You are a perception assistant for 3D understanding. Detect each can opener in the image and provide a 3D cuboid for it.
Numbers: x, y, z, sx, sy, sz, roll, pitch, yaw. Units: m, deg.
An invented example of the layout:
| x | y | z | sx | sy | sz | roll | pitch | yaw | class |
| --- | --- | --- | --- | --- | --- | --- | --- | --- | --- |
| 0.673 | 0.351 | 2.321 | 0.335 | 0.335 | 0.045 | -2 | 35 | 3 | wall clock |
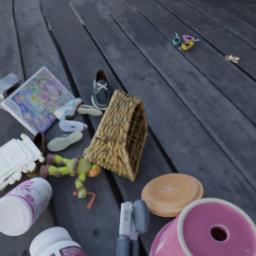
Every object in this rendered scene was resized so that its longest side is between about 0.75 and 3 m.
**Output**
| x | y | z | sx | sy | sz | roll | pitch | yaw | class |
| --- | --- | --- | --- | --- | --- | --- | --- | --- | --- |
| 0.132 | 3.299 | 7.846 | 0.694 | 0.869 | 2.600 | 27 | 48 | -30 | can opener |

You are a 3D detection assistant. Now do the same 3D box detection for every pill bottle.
| x | y | z | sx | sy | sz | roll | pitch | yaw | class |
| --- | --- | --- | --- | --- | --- | --- | --- | --- | --- |
| -3.076 | 2.264 | 8.467 | 1.122 | 1.122 | 1.979 | 3 | 8 | 3 | pill bottle |
| -1.579 | 3.832 | 7.177 | 1.344 | 1.344 | 2.453 | -26 | 40 | -23 | pill bottle |

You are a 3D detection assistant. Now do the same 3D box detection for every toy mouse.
| x | y | z | sx | sy | sz | roll | pitch | yaw | class |
| --- | --- | --- | --- | --- | --- | --- | --- | --- | --- |
| 3.344 | -5.268 | 17.110 | 1.846 | 0.357 | 1.641 | -22 | 49 | -21 | toy mouse |

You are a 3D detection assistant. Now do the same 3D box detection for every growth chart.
| x | y | z | sx | sy | sz | roll | pitch | yaw | class |
| --- | --- | --- | --- | --- | --- | --- | --- | --- | --- |
| -4.465 | 1.358 | 10.128 | 2.693 | 0.239 | 1.949 | -33 | 54 | -10 | growth chart |

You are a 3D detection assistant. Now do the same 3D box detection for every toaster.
| x | y | z | sx | sy | sz | roll | pitch | yaw | class |
| --- | --- | --- | --- | --- | --- | --- | --- | --- | --- |
| -5.426 | -1.562 | 12.715 | 0.872 | 1.329 | 1.470 | 23 | 49 | 21 | toaster |

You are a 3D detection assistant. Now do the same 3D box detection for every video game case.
| x | y | z | sx | sy | sz | roll | pitch | yaw | class |
| --- | --- | --- | --- | --- | --- | --- | --- | --- | --- |
| -3.774 | -1.174 | 12.172 | 0.251 | 1.996 | 2.787 | -24 | 26 | 44 | video game case |

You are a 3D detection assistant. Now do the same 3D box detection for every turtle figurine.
| x | y | z | sx | sy | sz | roll | pitch | yaw | class |
| --- | --- | --- | --- | --- | --- | --- | --- | --- | --- |
| -1.921 | 1.532 | 9.945 | 2.203 | 0.880 | 2.732 | 3 | 45 | 3 | turtle figurine |

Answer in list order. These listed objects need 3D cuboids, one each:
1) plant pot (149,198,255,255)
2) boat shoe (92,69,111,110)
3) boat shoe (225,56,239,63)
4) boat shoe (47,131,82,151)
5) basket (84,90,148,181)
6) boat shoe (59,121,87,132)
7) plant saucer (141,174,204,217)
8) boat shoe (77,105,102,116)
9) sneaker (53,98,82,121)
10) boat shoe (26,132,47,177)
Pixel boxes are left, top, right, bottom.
| x | y | z | sx | sy | sz | roll | pitch | yaw | class |
| --- | --- | --- | --- | --- | --- | --- | --- | --- | --- |
| 1.973 | 3.235 | 7.052 | 2.877 | 2.575 | 2.877 | 0 | 45 | 0 | plant pot |
| -1.285 | -1.848 | 13.373 | 0.897 | 0.844 | 2.497 | 0 | 47 | -5 | boat shoe |
| 5.896 | -3.962 | 15.885 | 0.806 | 0.252 | 0.287 | 33 | 56 | 30 | boat shoe |
| -2.514 | 0.523 | 11.254 | 1.453 | 0.517 | 0.455 | -25 | 6 | -7 | boat shoe |
| -0.053 | 0.127 | 10.213 | 2.042 | 1.956 | 2.741 | 26 | 46 | -5 | basket |
| -2.327 | -0.047 | 11.878 | 1.293 | 0.476 | 0.423 | 12 | 7 | 25 | boat shoe |
| 1.435 | 2.099 | 9.215 | 2.034 | 0.328 | 2.034 | -10 | 23 | 4 | plant saucer |
| -1.711 | -0.821 | 12.654 | 1.158 | 0.412 | 0.362 | 6 | 46 | 14 | boat shoe |
| -2.607 | -0.818 | 12.536 | 1.505 | 0.576 | 0.608 | -41 | 97 | -36 | sneaker |
| -3.558 | 0.958 | 10.697 | 0.643 | 0.643 | 1.828 | 1 | 47 | -4 | boat shoe |
